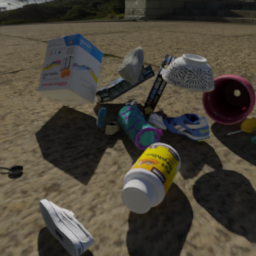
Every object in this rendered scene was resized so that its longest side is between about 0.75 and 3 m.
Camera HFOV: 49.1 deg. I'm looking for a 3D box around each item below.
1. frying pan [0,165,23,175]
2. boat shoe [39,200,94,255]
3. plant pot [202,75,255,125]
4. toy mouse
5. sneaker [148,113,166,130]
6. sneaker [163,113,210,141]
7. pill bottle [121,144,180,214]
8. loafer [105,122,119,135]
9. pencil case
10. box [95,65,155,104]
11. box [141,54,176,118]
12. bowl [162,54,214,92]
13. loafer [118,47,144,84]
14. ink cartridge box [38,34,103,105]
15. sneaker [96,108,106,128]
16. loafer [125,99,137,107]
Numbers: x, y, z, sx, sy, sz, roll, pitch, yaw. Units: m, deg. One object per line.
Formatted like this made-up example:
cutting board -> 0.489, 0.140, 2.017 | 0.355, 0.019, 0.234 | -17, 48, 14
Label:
frying pan -> -3.780, 1.389, 9.056 | 0.769, 0.125, 0.465 | -7, 27, -10
boat shoe -> -1.515, 2.325, 6.765 | 0.592, 0.666, 1.812 | -19, 43, -40
plant pot -> 4.620, -1.384, 12.369 | 2.118, 2.118, 1.895 | 18, 28, 32
toy mouse -> 5.476, 0.081, 10.786 | 2.353, 0.455, 2.091 | -26, 38, -17
sneaker -> 1.237, -0.253, 11.197 | 0.465, 0.451, 1.273 | 17, -7, 31
sneaker -> 2.317, -0.203, 11.203 | 0.854, 0.950, 2.311 | -21, 25, -33
pill bottle -> 0.638, 1.390, 7.882 | 1.175, 1.175, 2.150 | 12, 30, 22
loafer -> -0.631, -0.055, 11.463 | 0.452, 0.408, 1.195 | 5, 17, 8
pencil case -> 0.381, -0.073, 10.934 | 1.101, 1.014, 2.383 | -24, 32, -7
box -> -0.285, -2.132, 13.813 | 2.675, 0.615, 2.126 | -34, 15, -21
box -> 1.355, -1.862, 12.607 | 0.540, 2.347, 1.865 | 23, 43, 1
bowl -> 2.360, -2.165, 10.457 | 2.028, 0.952, 2.028 | 8, 30, -5
loafer -> 0.274, -2.830, 12.646 | 0.955, 0.953, 2.732 | -28, 24, 34
ink cartridge box -> -2.678, -2.638, 13.230 | 1.973, 2.680, 1.939 | 1, -14, 29
sneaker -> -1.150, -0.458, 11.613 | 0.323, 0.843, 0.341 | 9, 18, -25
loafer -> 0.215, -0.996, 12.603 | 0.519, 0.518, 1.484 | -36, 9, 2
